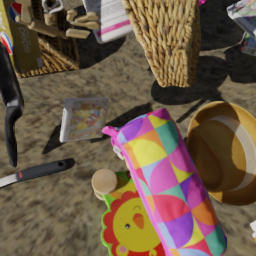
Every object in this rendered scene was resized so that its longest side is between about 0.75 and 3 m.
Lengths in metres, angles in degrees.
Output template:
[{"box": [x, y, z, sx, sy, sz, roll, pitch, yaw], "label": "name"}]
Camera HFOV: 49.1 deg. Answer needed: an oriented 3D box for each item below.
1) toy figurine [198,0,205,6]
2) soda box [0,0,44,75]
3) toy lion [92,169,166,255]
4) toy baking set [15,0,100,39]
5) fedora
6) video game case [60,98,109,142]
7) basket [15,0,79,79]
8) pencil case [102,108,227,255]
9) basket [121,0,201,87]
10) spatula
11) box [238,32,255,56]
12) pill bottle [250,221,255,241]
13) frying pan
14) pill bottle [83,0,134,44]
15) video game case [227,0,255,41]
[{"box": [1.475, -3.120, 6.270, 0.617, 0.757, 0.822, -20, 20, -32], "label": "toy figurine"}, {"box": [-2.244, -2.055, 5.580, 0.613, 1.810, 0.579, 28, 43, 36], "label": "soda box"}, {"box": [0.410, 1.771, 6.347, 2.422, 0.831, 2.321, -27, 69, -16], "label": "toy lion"}, {"box": [-1.206, -1.835, 4.604, 1.254, 1.634, 0.190, -6, 84, 44], "label": "toy baking set"}, {"box": [1.429, 0.471, 4.613, 0.728, 1.786, 1.786, -9, 56, -35], "label": "fedora"}, {"box": [-0.863, -0.174, 5.650, 0.975, 0.888, 0.112, -7, 29, -40], "label": "video game case"}, {"box": [-2.731, -3.185, 8.595, 2.013, 1.929, 2.702, -10, 60, -5], "label": "basket"}, {"box": [0.494, 0.768, 3.710, 0.924, 0.924, 2.090, -27, 90, -16], "label": "pencil case"}, {"box": [0.624, -1.614, 5.678, 1.486, 1.995, 1.424, 10, 84, 16], "label": "basket"}, {"box": [-2.929, 1.315, 6.813, 2.991, 0.307, 0.845, -17, 62, -10], "label": "spatula"}, {"box": [4.358, -3.069, 9.498, 0.838, 0.264, 1.523, 21, 61, 12], "label": "box"}, {"box": [3.064, 2.447, 5.982, 0.540, 0.540, 0.988, -19, 61, -11], "label": "pill bottle"}, {"box": [-2.001, -0.663, 4.586, 0.421, 1.564, 2.586, -17, 30, -18], "label": "frying pan"}, {"box": [-0.484, -3.450, 6.713, 1.407, 2.482, 1.407, -18, 16, 5], "label": "pill bottle"}, {"box": [3.722, -2.707, 6.335, 2.123, 0.267, 2.964, -20, 34, 14], "label": "video game case"}]
